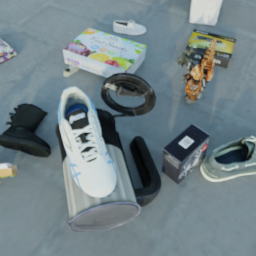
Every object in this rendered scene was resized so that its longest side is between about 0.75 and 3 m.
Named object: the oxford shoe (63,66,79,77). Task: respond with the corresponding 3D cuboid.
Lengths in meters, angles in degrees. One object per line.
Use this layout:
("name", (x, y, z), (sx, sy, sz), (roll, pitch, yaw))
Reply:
("oxford shoe", (-2.109, -2.236, 10.548), (0.313, 0.241, 0.834), (31, 58, 24))

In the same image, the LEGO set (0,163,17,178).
("LEGO set", (-4.364, 1.480, 7.477), (2.558, 1.177, 0.952), (6, 68, -24))

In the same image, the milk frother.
("milk frother", (-0.400, 0.601, 6.858), (2.659, 2.947, 2.772), (-11, 55, -12))

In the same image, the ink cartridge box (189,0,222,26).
("ink cartridge box", (3.486, -6.269, 12.277), (1.214, 2.112, 2.910), (8, 55, 8))

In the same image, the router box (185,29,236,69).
("router box", (3.230, -3.147, 11.058), (1.740, 0.454, 1.368), (18, 56, 12))

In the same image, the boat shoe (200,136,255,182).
("boat shoe", (3.463, 0.740, 7.999), (2.843, 0.878, 1.035), (-16, 56, -11))

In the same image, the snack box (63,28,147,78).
("snack box", (-0.848, -2.776, 10.564), (2.583, 0.684, 1.837), (21, 49, 14))

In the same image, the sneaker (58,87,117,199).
("sneaker", (-1.001, 0.260, 6.212), (0.993, 1.002, 2.764), (-21, 59, -5))

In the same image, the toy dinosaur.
("toy dinosaur", (2.357, -1.829, 9.031), (1.145, 2.243, 1.522), (20, 44, -26))

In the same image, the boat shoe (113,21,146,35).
("boat shoe", (0.057, -4.314, 11.890), (1.401, 0.480, 0.504), (11, 55, 8))

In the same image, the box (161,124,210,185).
("box", (1.588, 0.734, 7.820), (1.250, 1.138, 0.650), (-38, 57, -23))

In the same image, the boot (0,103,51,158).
("boot", (-2.969, 0.036, 8.673), (1.835, 0.679, 1.504), (13, 54, 12))

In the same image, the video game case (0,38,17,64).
("video game case", (-5.416, -2.999, 11.074), (1.374, 0.271, 1.516), (-38, 63, -24))
